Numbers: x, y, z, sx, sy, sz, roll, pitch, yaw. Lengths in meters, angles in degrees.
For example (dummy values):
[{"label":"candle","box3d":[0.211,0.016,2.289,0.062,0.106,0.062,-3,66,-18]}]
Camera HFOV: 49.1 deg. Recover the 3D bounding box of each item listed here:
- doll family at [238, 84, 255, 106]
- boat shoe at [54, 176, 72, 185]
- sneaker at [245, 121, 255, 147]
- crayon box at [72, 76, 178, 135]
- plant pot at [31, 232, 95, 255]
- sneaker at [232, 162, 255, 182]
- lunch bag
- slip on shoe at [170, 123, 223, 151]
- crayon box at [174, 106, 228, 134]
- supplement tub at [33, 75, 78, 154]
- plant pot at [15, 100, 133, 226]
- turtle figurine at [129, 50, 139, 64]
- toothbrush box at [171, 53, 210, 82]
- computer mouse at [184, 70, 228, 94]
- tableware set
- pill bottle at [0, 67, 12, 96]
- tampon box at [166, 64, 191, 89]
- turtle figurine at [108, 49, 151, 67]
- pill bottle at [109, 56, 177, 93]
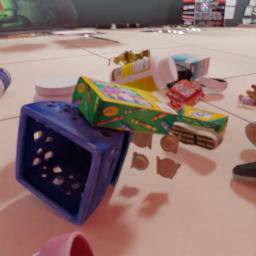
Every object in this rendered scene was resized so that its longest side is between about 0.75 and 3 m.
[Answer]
[{"label":"doll family","box3d":[5.927,-1.473,13.538,1.625,0.732,1.009,-35,47,-23]},{"label":"boat shoe","box3d":[-1.880,1.477,7.732,0.332,0.295,0.902,10,28,20]},{"label":"sneaker","box3d":[5.258,0.473,9.142,2.729,0.974,1.090,30,37,33]},{"label":"crayon box","box3d":[-0.063,-0.518,6.866,2.265,0.660,1.345,7,26,-36]},{"label":"plant pot","box3d":[-1.280,2.604,4.049,1.578,1.763,1.763,-17,27,2]},{"label":"sneaker","box3d":[4.010,0.682,7.667,2.395,1.272,0.896,-12,5,20]},{"label":"lunch bag","box3d":[2.572,-1.492,13.093,1.486,0.691,1.687,-38,32,-7]},{"label":"slip on shoe","box3d":[2.272,0.216,9.428,0.573,0.719,1.892,-25,28,-35]},{"label":"crayon box","box3d":[2.839,-0.299,11.002,1.823,0.531,1.083,18,30,33]},{"label":"supplement tub","box3d":[-2.242,-0.452,9.374,1.677,2.306,1.677,0,26,0]},{"label":"plant pot","box3d":[-1.231,0.594,7.042,2.296,2.296,2.064,28,30,20]},{"label":"turtle figurine","box3d":[0.598,-3.405,15.743,1.928,0.770,2.390,39,54,-10]},{"label":"toothbrush box","box3d":[3.616,-3.867,17.624,2.057,1.198,2.809,18,31,32]},{"label":"computer mouse","box3d":[4.001,-2.212,14.392,2.361,1.294,0.518,8,40,-2]},{"label":"tableware set","box3d":[0.717,0.676,7.645,1.549,1.294,0.180,12,15,13]},{"label":"pill bottle","box3d":[-6.809,-2.197,14.064,1.338,1.338,2.311,-3,26,-6]},{"label":"tampon box","box3d":[2.625,-2.811,15.547,0.954,1.133,1.511,-9,28,-19]},{"label":"turtle figurine","box3d":[0.110,-3.535,14.284,2.079,0.830,2.578,-8,-4,11]},{"label":"pill bottle","box3d":[0.719,-2.377,13.147,2.948,1.610,1.610,-12,20,24]}]
